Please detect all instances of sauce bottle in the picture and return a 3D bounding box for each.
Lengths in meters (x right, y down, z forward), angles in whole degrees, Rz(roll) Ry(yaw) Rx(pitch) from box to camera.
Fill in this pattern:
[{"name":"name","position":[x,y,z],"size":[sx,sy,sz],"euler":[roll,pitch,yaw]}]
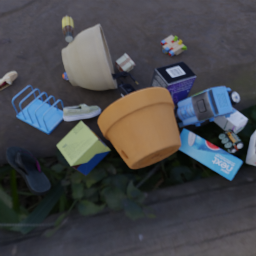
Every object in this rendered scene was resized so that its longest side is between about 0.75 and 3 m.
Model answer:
[{"name":"sauce bottle","position":[-2.537,-4.169,11.825],"size":[0.481,0.481,1.487],"euler":[-7,51,-6]}]

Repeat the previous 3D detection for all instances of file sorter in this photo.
[{"name":"file sorter","position":[-3.651,-0.812,11.516],"size":[1.759,1.079,1.220],"euler":[25,55,19]}]

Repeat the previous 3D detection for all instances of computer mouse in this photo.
[{"name":"computer mouse","position":[0.083,-1.675,12.521],"size":[2.115,0.487,1.485],"euler":[47,39,11]}]

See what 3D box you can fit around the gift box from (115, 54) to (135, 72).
[{"name":"gift box","position":[-0.155,-3.053,13.410],"size":[0.729,0.781,0.720],"euler":[-39,90,-8]}]

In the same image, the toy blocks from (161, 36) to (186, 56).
[{"name":"toy blocks","position":[2.212,-4.194,14.553],"size":[0.943,0.690,1.380],"euler":[-34,60,-10]}]

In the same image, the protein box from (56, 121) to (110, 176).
[{"name":"protein box","position":[-1.600,0.721,9.995],"size":[1.287,0.875,1.297],"euler":[-45,47,-4]}]

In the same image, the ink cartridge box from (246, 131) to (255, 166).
[{"name":"ink cartridge box","position":[5.438,0.540,9.195],"size":[2.146,2.955,1.232],"euler":[16,68,13]}]

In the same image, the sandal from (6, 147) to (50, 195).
[{"name":"sandal","position":[-3.391,1.301,9.667],"size":[2.324,0.556,0.873],"euler":[42,35,26]}]

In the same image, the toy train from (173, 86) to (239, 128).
[{"name":"toy train","position":[2.719,-0.732,10.514],"size":[1.582,2.770,1.201],"euler":[-10,84,-36]}]

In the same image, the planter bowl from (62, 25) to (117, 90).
[{"name":"planter bowl","position":[-1.737,-2.845,12.220],"size":[1.874,2.784,2.784],"euler":[-15,52,3]}]

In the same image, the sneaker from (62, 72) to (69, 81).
[{"name":"sneaker","position":[-2.523,-2.596,13.396],"size":[1.198,0.451,0.470],"euler":[-38,68,-16]}]

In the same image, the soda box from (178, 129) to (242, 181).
[{"name":"soda box","position":[2.874,0.937,10.146],"size":[2.308,0.740,0.783],"euler":[32,96,22]}]

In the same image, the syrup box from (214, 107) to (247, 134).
[{"name":"syrup box","position":[3.928,-0.520,11.517],"size":[0.674,0.697,1.711],"euler":[-31,59,-22]}]

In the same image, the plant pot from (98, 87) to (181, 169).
[{"name":"plant pot","position":[0.578,0.164,9.877],"size":[2.818,2.818,1.972],"euler":[-19,70,-14]}]

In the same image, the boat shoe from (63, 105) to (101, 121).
[{"name":"boat shoe","position":[-1.865,-0.683,11.460],"size":[1.658,0.514,0.597],"euler":[-16,29,-33]}]

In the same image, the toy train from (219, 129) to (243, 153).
[{"name":"toy train","position":[3.622,0.453,9.888],"size":[0.563,0.421,0.987],"euler":[-32,33,11]}]

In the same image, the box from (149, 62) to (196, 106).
[{"name":"box","position":[1.694,-1.568,11.477],"size":[1.414,1.911,0.997],"euler":[-20,58,-22]}]

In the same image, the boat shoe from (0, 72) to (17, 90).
[{"name":"boat shoe","position":[-5.616,-2.133,12.997],"size":[1.228,0.453,0.425],"euler":[-42,65,-18]}]
